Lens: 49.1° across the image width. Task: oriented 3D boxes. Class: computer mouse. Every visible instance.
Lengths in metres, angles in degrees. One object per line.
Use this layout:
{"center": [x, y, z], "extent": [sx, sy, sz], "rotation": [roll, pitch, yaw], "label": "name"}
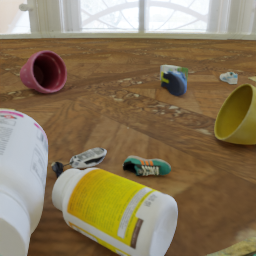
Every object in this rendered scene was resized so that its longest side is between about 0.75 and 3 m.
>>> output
{"center": [-0.973, 0.741, 5.845], "extent": [1.186, 0.260, 0.650], "rotation": [-19, 24, -26], "label": "computer mouse"}

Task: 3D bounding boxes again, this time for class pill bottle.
{"center": [-1.974, 0.822, 4.057], "extent": [1.475, 1.475, 2.602], "rotation": [-5, 24, -11], "label": "pill bottle"}
{"center": [-0.248, 1.144, 3.967], "extent": [1.720, 0.940, 0.940], "rotation": [15, 27, 31], "label": "pill bottle"}

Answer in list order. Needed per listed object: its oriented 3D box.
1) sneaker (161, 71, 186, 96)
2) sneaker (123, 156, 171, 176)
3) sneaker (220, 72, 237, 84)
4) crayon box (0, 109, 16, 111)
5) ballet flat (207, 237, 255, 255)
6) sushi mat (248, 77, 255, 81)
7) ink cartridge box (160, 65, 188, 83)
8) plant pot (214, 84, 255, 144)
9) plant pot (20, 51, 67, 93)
{"center": [1.997, -1.890, 11.355], "extent": [0.908, 0.816, 2.207], "rotation": [-2, 24, -10], "label": "sneaker"}
{"center": [0.350, 0.818, 5.575], "extent": [0.969, 0.346, 0.387], "rotation": [6, 29, 25], "label": "sneaker"}
{"center": [4.644, -2.357, 12.874], "extent": [0.441, 0.466, 1.153], "rotation": [-7, 23, -13], "label": "sneaker"}
{"center": [-4.094, 0.268, 6.050], "extent": [2.922, 0.851, 1.735], "rotation": [-1, 25, -4], "label": "crayon box"}
{"center": [1.201, 1.683, 3.403], "extent": [1.466, 0.518, 0.518], "rotation": [-9, 25, -20], "label": "ballet flat"}
{"center": [6.163, -2.198, 12.992], "extent": [0.591, 0.075, 1.236], "rotation": [-3, 23, -8], "label": "sushi mat"}
{"center": [2.095, -2.477, 12.885], "extent": [0.386, 0.675, 1.300], "rotation": [-21, 31, -40], "label": "ink cartridge box"}
{"center": [2.978, -0.178, 6.816], "extent": [1.050, 1.479, 1.479], "rotation": [25, 22, -7], "label": "plant pot"}
{"center": [-3.535, -2.178, 11.266], "extent": [1.441, 1.610, 1.610], "rotation": [0, 17, 42], "label": "plant pot"}
